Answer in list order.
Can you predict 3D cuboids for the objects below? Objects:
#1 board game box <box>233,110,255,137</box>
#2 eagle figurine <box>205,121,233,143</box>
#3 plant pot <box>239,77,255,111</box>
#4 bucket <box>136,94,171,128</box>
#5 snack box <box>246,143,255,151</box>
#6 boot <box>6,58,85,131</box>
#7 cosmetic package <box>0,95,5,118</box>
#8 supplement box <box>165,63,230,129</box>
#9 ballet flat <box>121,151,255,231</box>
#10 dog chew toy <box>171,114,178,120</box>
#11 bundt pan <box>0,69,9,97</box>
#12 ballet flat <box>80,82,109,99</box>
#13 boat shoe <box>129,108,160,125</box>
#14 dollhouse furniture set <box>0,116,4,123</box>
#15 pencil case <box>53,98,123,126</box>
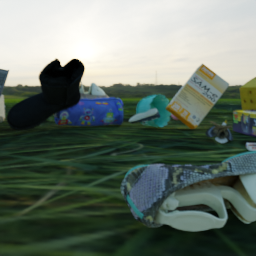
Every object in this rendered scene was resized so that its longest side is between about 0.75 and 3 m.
[{"bbox_3d":[4.633,-0.090,8.112,2.104,0.722,2.545,-3,8,-7],"label":"board game box"},{"bbox_3d":[2.475,0.104,7.452,0.666,0.670,0.883,-32,-20,-2],"label":"eagle figurine"},{"bbox_3d":[7.148,-1.590,14.500,1.980,2.245,2.245,-15,12,-18],"label":"plant pot"},{"bbox_3d":[0.884,-0.578,9.872,1.164,1.164,0.757,-7,1,-42],"label":"bucket"},{"bbox_3d":[3.211,0.446,6.307,0.991,0.120,0.356,2,8,12],"label":"snack box"},{"bbox_3d":[-2.471,-0.998,8.168,2.523,0.964,2.120,-26,-13,-18],"label":"boot"},{"bbox_3d":[-6.140,-0.855,12.193,0.977,1.157,2.166,-1,6,-10],"label":"cosmetic package"},{"bbox_3d":[2.310,-1.044,9.443,1.182,1.875,0.690,38,-3,2],"label":"supplement box"},{"bbox_3d":[0.952,0.705,2.926,2.029,0.730,0.730,-3,8,-19],"label":"ballet flat"},{"bbox_3d":[2.478,-0.640,12.440,1.161,0.723,0.723,-10,9,-5],"label":"dog chew toy"},{"bbox_3d":[-4.873,-1.167,9.779,0.798,2.127,2.127,19,-1,-25],"label":"bundt pan"},{"bbox_3d":[-1.738,-1.388,11.134,2.766,0.930,0.941,8,14,-13],"label":"ballet flat"},{"bbox_3d":[0.501,-0.301,8.597,1.012,0.313,0.379,-21,31,25],"label":"boat shoe"},{"bbox_3d":[-4.185,-0.522,7.780,1.277,1.803,1.963,0,35,7],"label":"dollhouse furniture set"},{"bbox_3d":[-1.435,-0.634,10.317,2.631,1.143,1.027,-1,44,-20],"label":"pencil case"}]
